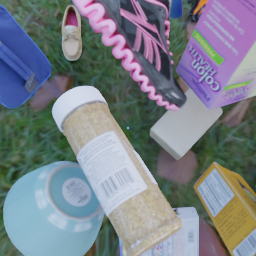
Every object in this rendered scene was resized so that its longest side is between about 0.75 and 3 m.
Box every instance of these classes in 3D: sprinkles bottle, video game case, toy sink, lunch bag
[{"bbox_3d":[-0.242,0.536,4.074,0.847,0.847,2.482,-29,66,-8],"label":"sprinkles bottle"},{"bbox_3d":[0.583,2.362,5.445,1.479,0.371,1.632,-4,108,-2],"label":"video game case"},{"bbox_3d":[1.486,-0.100,7.353,1.043,0.897,1.600,42,83,11],"label":"toy sink"},{"bbox_3d":[-2.567,-1.350,5.554,1.341,2.027,1.377,26,72,43],"label":"lunch bag"}]

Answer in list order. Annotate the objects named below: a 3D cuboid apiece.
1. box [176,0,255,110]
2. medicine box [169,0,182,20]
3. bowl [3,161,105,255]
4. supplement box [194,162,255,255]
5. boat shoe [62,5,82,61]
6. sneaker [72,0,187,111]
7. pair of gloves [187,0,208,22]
[{"bbox_3d":[2.415,-1.764,5.064,2.169,2.466,1.192,-18,59,-26],"label":"box"},{"bbox_3d":[0.071,-2.894,5.825,1.947,1.773,1.002,-9,87,13],"label":"medicine box"},{"bbox_3d":[-1.127,1.319,4.961,1.835,0.960,1.835,23,41,-22],"label":"bowl"},{"bbox_3d":[2.001,1.600,4.855,0.764,2.296,0.790,27,112,-21],"label":"supplement box"},{"bbox_3d":[-1.701,-2.832,8.274,0.618,0.580,1.677,-5,74,-1],"label":"boat shoe"},{"bbox_3d":[0.354,-1.569,4.891,1.366,1.132,2.864,-39,111,5],"label":"sneaker"},{"bbox_3d":[1.936,-4.345,8.884,2.027,0.251,1.806,32,78,11],"label":"pair of gloves"}]
